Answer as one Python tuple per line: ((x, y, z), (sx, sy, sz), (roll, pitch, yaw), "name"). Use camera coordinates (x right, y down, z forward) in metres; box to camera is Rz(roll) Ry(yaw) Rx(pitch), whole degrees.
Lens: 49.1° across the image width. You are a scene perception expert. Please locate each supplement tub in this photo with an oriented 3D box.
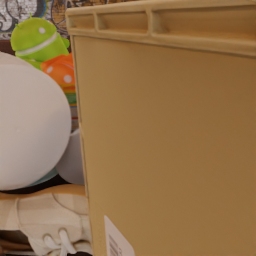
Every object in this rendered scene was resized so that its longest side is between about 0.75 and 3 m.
((-2.477, -0.234, 4.736), (2.830, 2.047, 2.047), (14, 25, 43), "supplement tub")

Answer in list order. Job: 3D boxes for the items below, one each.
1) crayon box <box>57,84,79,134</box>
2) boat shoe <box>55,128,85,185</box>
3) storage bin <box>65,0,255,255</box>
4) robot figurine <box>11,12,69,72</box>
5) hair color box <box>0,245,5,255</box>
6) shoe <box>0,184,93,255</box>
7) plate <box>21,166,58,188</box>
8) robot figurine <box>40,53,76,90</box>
((-1.219, -0.254, 6.109), (1.071, 0.439, 1.703), (-3, 50, -4), "crayon box")
((-0.132, -0.020, 4.875), (2.626, 0.980, 1.218), (-37, 5, 29), "boat shoe")
((0.797, 0.892, 1.373), (1.338, 2.855, 2.834), (-13, 25, -26), "storage bin")
((-3.022, -2.586, 10.090), (1.664, 2.877, 2.524), (-10, 39, 17), "robot figurine")
((-1.863, 1.667, 2.687), (1.371, 0.444, 0.750), (-14, 24, -35), "hair color box")
((-1.126, 1.216, 3.302), (2.763, 0.966, 0.738), (-2, 38, 20), "shoe")
((-2.095, 0.686, 5.552), (1.618, 0.207, 1.618), (0, 20, 0), "plate")
((-1.342, -1.330, 7.724), (1.452, 1.791, 2.490), (-16, 21, 44), "robot figurine")
